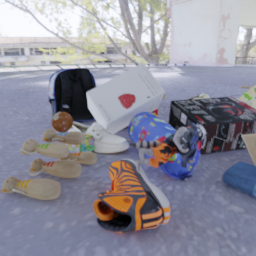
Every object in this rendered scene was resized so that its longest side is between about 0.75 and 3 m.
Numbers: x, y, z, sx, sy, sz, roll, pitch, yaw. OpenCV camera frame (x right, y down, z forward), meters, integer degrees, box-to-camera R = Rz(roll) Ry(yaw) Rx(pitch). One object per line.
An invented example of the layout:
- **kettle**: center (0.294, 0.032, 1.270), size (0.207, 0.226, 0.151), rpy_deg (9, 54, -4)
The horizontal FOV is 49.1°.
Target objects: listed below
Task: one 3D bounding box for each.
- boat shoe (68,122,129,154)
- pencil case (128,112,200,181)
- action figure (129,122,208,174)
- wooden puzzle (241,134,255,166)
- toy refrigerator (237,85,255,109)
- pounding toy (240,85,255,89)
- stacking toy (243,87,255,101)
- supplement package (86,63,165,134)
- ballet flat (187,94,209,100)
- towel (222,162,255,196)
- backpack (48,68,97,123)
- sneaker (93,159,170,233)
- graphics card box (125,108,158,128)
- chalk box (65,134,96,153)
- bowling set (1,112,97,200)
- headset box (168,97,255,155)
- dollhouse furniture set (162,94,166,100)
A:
- **boat shoe**: center (-1.051, 0.238, 9.013), size (2.323, 0.805, 0.823), rpy_deg (9, 20, 27)
- **pencil case**: center (0.945, 0.372, 7.965), size (1.274, 1.145, 2.934), rpy_deg (8, 13, -19)
- **action figure**: center (0.828, 0.256, 5.244), size (1.472, 1.521, 0.796), rpy_deg (-22, 58, -12)
- **wooden puzzle**: center (3.857, 0.771, 7.278), size (1.439, 0.360, 1.554), rpy_deg (-5, 51, -6)
- **toy refrigerator**: center (5.968, -1.333, 13.260), size (2.189, 0.831, 0.766), rpy_deg (-32, 35, -33)
- **pounding toy**: center (7.214, -1.853, 15.777), size (1.744, 0.908, 1.985), rpy_deg (7, 18, 22)
- **stacking toy**: center (4.402, -0.864, 9.021), size (0.916, 0.285, 1.215), rpy_deg (-23, 61, -41)
- **supplement package**: center (-0.116, -0.951, 9.836), size (2.291, 1.389, 1.372), rpy_deg (-31, -14, -14)
- **ballet flat**: center (3.371, -1.159, 13.317), size (2.668, 0.897, 0.908), rpy_deg (-22, 72, -38)
- **towel**: center (3.031, 1.284, 6.252), size (0.925, 0.402, 1.656), rpy_deg (-18, 24, -35)
- **backpack**: center (-2.340, -1.438, 12.029), size (2.389, 2.276, 1.840), rpy_deg (-12, 21, -32)
- **sneaker**: center (-0.206, 1.266, 5.597), size (1.200, 0.831, 2.142), rpy_deg (-7, 18, -26)
- **graphics card box**: center (0.039, -0.747, 11.150), size (2.301, 1.443, 0.585), rpy_deg (0, 11, -1)
- **chalk box**: center (-1.418, 0.518, 8.516), size (0.915, 0.566, 0.569), rpy_deg (10, 20, 32)
- **bowling set**: center (-1.867, 0.440, 6.907), size (1.379, 1.788, 2.569), rpy_deg (4, 13, 17)
- **headset box**: center (3.102, -0.185, 9.465), size (2.845, 1.067, 2.115), rpy_deg (-6, 28, -17)
- **dollhouse furniture set**: center (1.192, -1.328, 14.968), size (1.351, 0.751, 1.195), rpy_deg (17, 52, 16)
